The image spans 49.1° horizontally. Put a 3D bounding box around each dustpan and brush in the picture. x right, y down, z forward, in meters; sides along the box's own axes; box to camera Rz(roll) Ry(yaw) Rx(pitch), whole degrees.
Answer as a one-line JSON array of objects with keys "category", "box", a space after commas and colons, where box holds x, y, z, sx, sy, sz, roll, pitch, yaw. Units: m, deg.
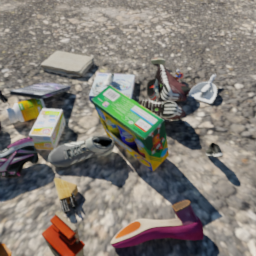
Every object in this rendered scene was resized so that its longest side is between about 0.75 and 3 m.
[{"category": "dustpan and brush", "box": [3.613, -1.864, 12.736, 1.159, 0.475, 1.661, 22, 49, 28]}]

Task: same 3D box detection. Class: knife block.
[{"category": "knife block", "box": [-2.029, 2.152, 8.710, 1.103, 0.353, 0.968, 16, 46, 17]}]

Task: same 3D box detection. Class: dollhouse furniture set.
[{"category": "dollhouse furniture set", "box": [-2.397, 3.455, 6.596, 2.795, 1.440, 2.765, 30, 52, 27]}]

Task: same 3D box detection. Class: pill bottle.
[{"category": "pill bottle", "box": [-4.126, -0.707, 11.354, 1.437, 0.798, 0.798, -21, 48, -20]}]

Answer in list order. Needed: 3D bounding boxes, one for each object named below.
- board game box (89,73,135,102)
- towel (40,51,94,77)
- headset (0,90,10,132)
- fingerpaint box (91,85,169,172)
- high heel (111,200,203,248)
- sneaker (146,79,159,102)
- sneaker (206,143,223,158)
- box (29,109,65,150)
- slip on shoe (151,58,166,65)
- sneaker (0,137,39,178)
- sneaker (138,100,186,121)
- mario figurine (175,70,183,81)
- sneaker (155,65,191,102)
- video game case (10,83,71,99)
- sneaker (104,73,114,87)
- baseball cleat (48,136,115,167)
[{"category": "board game box", "box": [-0.689, -1.815, 12.779, 1.840, 0.399, 1.831, 5, 45, 5]}, {"category": "towel", "box": [-3.051, -3.288, 14.325, 2.397, 0.413, 1.589, 15, 45, 16]}, {"category": "headset", "box": [-5.597, -0.334, 10.694, 1.565, 1.191, 2.535, 24, 60, 22]}, {"category": "fingerpaint box", "box": [0.093, 0.032, 9.564, 0.928, 2.111, 2.530, -42, 57, -17]}, {"category": "high heel", "box": [0.836, 3.041, 7.717, 2.513, 1.208, 0.847, -24, 8, 4]}, {"category": "sneaker", "box": [1.117, -1.617, 12.250, 0.440, 0.585, 1.251, -15, 41, 24]}, {"category": "sneaker", "box": [2.937, 0.737, 9.669, 0.356, 1.070, 0.484, -14, 90, -4]}, {"category": "box", "box": [-3.016, 0.048, 10.600, 0.841, 0.758, 1.495, 4, 44, 6]}, {"category": "slip on shoe", "box": [1.583, -3.433, 14.368, 0.290, 0.351, 0.948, -38, 33, -30]}, {"category": "sneaker", "box": [-4.080, 1.278, 9.238, 2.405, 0.966, 1.038, -30, 88, -8]}, {"category": "sneaker", "box": [1.363, -0.592, 11.379, 1.251, 0.820, 2.166, 15, -4, -43]}, {"category": "mario figurine", "box": [2.299, -2.458, 13.156, 0.410, 0.477, 0.773, 57, 26, 4]}, {"category": "sneaker", "box": [2.055, -1.913, 12.719, 1.423, 0.932, 2.464, 8, 42, -13]}, {"category": "video game case", "box": [-3.694, -1.628, 12.039, 1.538, 0.204, 2.152, 9, 20, 19]}, {"category": "sneaker", "box": [-0.831, -2.150, 12.387, 0.338, 0.432, 0.869, 21, 42, -3]}, {"category": "baseball cleat", "box": [-1.603, 0.686, 9.583, 2.334, 1.242, 0.814, -15, 72, -14]}]
